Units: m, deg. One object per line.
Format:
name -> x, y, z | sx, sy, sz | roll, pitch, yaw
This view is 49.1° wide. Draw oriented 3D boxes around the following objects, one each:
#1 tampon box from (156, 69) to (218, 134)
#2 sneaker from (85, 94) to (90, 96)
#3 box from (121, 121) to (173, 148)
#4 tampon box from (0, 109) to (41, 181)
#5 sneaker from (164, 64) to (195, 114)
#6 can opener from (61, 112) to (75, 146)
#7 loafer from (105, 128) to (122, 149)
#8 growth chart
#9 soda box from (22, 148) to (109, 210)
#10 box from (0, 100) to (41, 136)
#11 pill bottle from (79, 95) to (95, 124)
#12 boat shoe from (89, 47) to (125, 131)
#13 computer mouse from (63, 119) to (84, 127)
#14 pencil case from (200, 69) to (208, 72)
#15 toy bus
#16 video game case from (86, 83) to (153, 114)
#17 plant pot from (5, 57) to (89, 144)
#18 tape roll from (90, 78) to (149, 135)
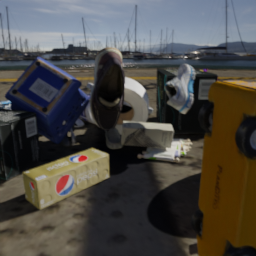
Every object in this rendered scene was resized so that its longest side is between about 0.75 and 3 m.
tampon box -> 2.166, -1.172, 11.180 | 1.825, 2.166, 2.890 | 0, 16, 0
sneaker -> -1.410, -1.268, 13.575 | 1.148, 1.036, 2.802 | -12, 22, -30
box -> 0.567, 0.208, 8.555 | 1.539, 0.632, 0.526 | 3, 23, 0
tampon box -> -3.569, 0.326, 7.492 | 1.978, 1.483, 1.249 | 8, 18, 24
sneaker -> 1.530, -1.340, 8.541 | 0.814, 0.704, 1.879 | 19, 52, -13
can opener -> -2.086, -0.038, 9.483 | 0.524, 0.418, 1.569 | -9, 49, -18
loafer -> -0.511, 0.292, 9.271 | 0.524, 0.523, 1.498 | -8, 18, -14
growth chart -> 1.237, 0.636, 8.777 | 1.386, 0.170, 1.916 | 7, 18, 19
soda box -> -1.340, 1.089, 6.427 | 0.624, 0.660, 1.950 | 16, 23, 42
box -> -4.033, -0.336, 9.982 | 2.071, 0.599, 2.606 | 25, 20, 21
pill bottle -> -1.706, -0.841, 11.989 | 1.083, 1.083, 1.871 | -12, 19, -34
boat shoe -> -0.620, -0.953, 8.556 | 1.034, 2.876, 0.932 | 1, 39, -12
computer mouse -> -2.455, -0.304, 11.581 | 1.428, 0.313, 0.783 | 8, 19, 23
pencil case -> 5.249, -4.396, 23.611 | 2.762, 1.221, 1.221 | 4, 17, 10
toy bus -> 1.500, 0.864, 3.456 | 1.102, 2.815, 0.916 | -4, 17, -14
video game case -> -0.456, -1.459, 13.635 | 2.725, 0.312, 2.480 | 18, 7, -27
plant pot -> -2.446, -0.887, 8.533 | 1.856, 1.856, 1.669 | 32, -18, 6
tape roll -> -0.283, -0.732, 9.906 | 2.067, 2.067, 0.723 | 1, 38, 3
